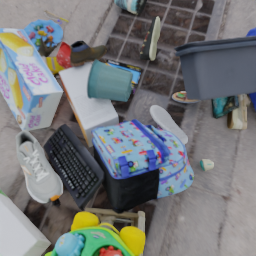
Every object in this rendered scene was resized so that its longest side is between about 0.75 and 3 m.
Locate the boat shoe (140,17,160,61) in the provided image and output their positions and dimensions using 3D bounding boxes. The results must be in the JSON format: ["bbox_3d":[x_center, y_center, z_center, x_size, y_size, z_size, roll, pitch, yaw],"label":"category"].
[{"bbox_3d":[0.717,-2.882,8.972,0.467,0.545,1.491,9,81,24],"label":"boat shoe"}]

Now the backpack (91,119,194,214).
[{"bbox_3d":[0.424,0.729,6.798,2.284,1.536,2.085,-11,31,-17],"label":"backpack"}]

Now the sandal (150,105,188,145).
[{"bbox_3d":[1.062,-0.034,7.890,0.585,0.353,1.437,-21,64,-42],"label":"sandal"}]

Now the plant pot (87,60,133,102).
[{"bbox_3d":[-0.415,-1.087,6.874,0.949,0.969,0.969,14,65,6],"label":"plant pot"}]

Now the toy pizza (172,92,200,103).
[{"bbox_3d":[1.757,-0.952,8.366,0.873,0.138,0.873,-1,26,0],"label":"toy pizza"}]

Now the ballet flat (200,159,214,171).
[{"bbox_3d":[2.062,0.957,7.281,0.328,0.944,0.328,-1,86,11],"label":"ballet flat"}]

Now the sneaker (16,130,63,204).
[{"bbox_3d":[-2.253,0.869,6.675,0.783,0.951,2.068,-29,50,-20],"label":"sneaker"}]

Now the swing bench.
[{"bbox_3d":[-0.291,2.620,6.366,1.389,0.901,1.381,1,65,14],"label":"swing bench"}]

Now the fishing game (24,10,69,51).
[{"bbox_3d":[-2.999,-3.214,9.625,1.496,0.325,2.089,31,71,14],"label":"fishing game"}]

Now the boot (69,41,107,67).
[{"bbox_3d":[-1.067,-2.118,7.592,1.187,0.575,0.443,-34,59,-26],"label":"boot"}]

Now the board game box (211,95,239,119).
[{"bbox_3d":[2.823,-0.992,8.282,0.175,0.840,1.242,16,60,-27],"label":"board game box"}]

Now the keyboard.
[{"bbox_3d":[-1.608,1.049,6.922,1.633,0.265,2.569,-56,43,6],"label":"keyboard"}]

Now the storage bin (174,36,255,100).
[{"bbox_3d":[2.310,-1.509,7.272,2.077,1.511,1.395,-8,100,-14],"label":"storage bin"}]

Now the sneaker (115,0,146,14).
[{"bbox_3d":[0.315,-5.397,10.311,1.114,1.002,2.582,20,66,12],"label":"sneaker"}]

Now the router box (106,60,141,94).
[{"bbox_3d":[-0.239,-1.624,8.848,1.145,0.292,0.854,15,69,7],"label":"router box"}]

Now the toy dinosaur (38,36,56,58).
[{"bbox_3d":[-2.603,-2.436,8.775,0.519,1.348,0.690,28,81,-20],"label":"toy dinosaur"}]

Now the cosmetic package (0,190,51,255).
[{"bbox_3d":[-3.011,2.232,6.515,2.255,1.213,0.957,38,70,15],"label":"cosmetic package"}]

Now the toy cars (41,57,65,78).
[{"bbox_3d":[-3.187,-2.257,8.806,2.617,0.579,1.173,28,76,3],"label":"toy cars"}]

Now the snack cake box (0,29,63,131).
[{"bbox_3d":[-2.995,-1.388,7.965,0.878,1.504,2.615,-15,60,-43],"label":"snack cake box"}]

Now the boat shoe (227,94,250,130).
[{"bbox_3d":[3.289,-0.733,8.278,0.542,0.602,1.668,9,69,5],"label":"boat shoe"}]

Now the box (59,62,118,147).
[{"bbox_3d":[-1.084,-0.654,7.883,0.951,1.214,1.951,-22,66,-11],"label":"box"}]

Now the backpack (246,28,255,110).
[{"bbox_3d":[4.500,-1.470,7.682,2.328,2.404,2.865,-8,68,4],"label":"backpack"}]

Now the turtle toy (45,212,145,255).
[{"bbox_3d":[-0.422,2.838,5.109,2.766,1.398,2.016,11,85,19],"label":"turtle toy"}]

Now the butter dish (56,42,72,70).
[{"bbox_3d":[-1.863,-2.021,8.315,0.753,0.751,0.556,39,50,-1],"label":"butter dish"}]
